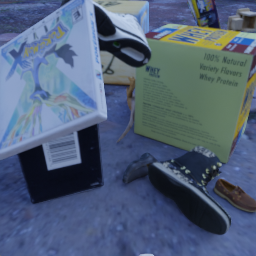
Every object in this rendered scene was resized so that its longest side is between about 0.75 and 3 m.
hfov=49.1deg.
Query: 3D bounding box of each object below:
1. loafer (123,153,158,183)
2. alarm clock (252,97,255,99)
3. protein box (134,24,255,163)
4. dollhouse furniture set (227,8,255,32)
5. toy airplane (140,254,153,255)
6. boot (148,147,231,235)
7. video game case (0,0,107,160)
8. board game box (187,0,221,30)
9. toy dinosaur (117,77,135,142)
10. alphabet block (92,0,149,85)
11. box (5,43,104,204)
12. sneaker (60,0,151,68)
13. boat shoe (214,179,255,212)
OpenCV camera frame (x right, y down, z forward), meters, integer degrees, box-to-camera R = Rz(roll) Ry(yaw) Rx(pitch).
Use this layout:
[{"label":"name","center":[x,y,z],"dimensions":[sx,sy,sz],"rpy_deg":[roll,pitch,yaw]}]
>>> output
[{"label":"loafer","center":[0.316,0.982,6.694],"dimensions":[0.415,0.418,1.148],"rpy_deg":[26,42,28]},{"label":"alarm clock","center":[3.930,-1.317,10.316],"dimensions":[0.985,0.486,1.460],"rpy_deg":[-19,34,-28]},{"label":"protein box","center":[1.845,-1.078,7.649],"dimensions":[2.816,2.837,1.914],"rpy_deg":[18,36,26]},{"label":"dollhouse furniture set","center":[3.685,-3.716,12.096],"dimensions":[2.933,2.594,1.631],"rpy_deg":[-12,33,-20]},{"label":"toy airplane","center":[-0.197,2.551,2.909],"dimensions":[2.437,1.727,2.448],"rpy_deg":[-11,28,-22]},{"label":"boot","center":[1.642,1.172,6.061],"dimensions":[1.583,0.757,2.096],"rpy_deg":[-20,37,-32]},{"label":"video game case","center":[-1.103,-0.588,3.476],"dimensions":[1.774,0.195,1.617],"rpy_deg":[-19,68,26]},{"label":"board game box","center":[2.180,-4.302,8.859],"dimensions":[0.653,1.904,2.303],"rpy_deg":[-18,48,16]},{"label":"toy dinosaur","center":[0.256,-0.761,8.850],"dimensions":[0.827,1.455,2.739],"rpy_deg":[10,26,0]},{"label":"alphabet block","center":[-0.786,-3.677,11.784],"dimensions":[2.988,2.918,2.934],"rpy_deg":[4,30,9]},{"label":"box","center":[-1.750,-0.356,6.543],"dimensions":[1.720,2.792,2.769],"rpy_deg":[-12,34,-16]},{"label":"sneaker","center":[-0.330,-1.611,4.430],"dimensions":[1.539,0.581,0.886],"rpy_deg":[28,36,-27]},{"label":"boat shoe","center":[2.317,1.434,6.016],"dimensions":[0.360,0.338,1.000],"rpy_deg":[-27,41,-36]}]
